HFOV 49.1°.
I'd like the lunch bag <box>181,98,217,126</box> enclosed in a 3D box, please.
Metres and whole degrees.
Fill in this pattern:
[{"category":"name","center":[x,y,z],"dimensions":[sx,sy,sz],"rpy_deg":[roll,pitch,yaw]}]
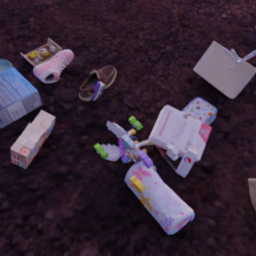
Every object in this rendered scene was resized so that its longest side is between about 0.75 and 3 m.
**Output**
[{"category":"lunch bag","center":[2.575,-0.473,10.495],"dimensions":[1.383,0.522,1.108],"rpy_deg":[-40,61,-20]}]

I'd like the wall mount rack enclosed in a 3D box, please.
[{"category":"wall mount rack","center":[3.975,-2.694,9.299],"dimensions":[0.717,1.922,1.670],"rpy_deg":[57,31,2]}]

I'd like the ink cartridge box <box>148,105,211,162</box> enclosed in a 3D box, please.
[{"category":"ink cartridge box","center":[1.718,0.208,9.405],"dimensions":[1.728,0.715,1.266],"rpy_deg":[26,75,-4]}]

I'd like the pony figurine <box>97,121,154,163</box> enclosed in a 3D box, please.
[{"category":"pony figurine","center":[-0.074,0.545,9.305],"dimensions":[1.549,1.336,1.604],"rpy_deg":[29,27,21]}]

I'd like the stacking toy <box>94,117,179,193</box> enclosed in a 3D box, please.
[{"category":"stacking toy","center":[0.239,0.697,8.479],"dimensions":[1.649,0.514,2.187],"rpy_deg":[-39,60,-19]}]

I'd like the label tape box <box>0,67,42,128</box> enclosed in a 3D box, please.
[{"category":"label tape box","center":[-5.029,-1.000,10.763],"dimensions":[2.681,0.886,1.921],"rpy_deg":[-37,60,-22]}]

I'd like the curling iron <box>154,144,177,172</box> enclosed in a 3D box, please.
[{"category":"curling iron","center":[1.301,0.902,9.678],"dimensions":[0.369,0.190,1.488],"rpy_deg":[-18,51,-16]}]

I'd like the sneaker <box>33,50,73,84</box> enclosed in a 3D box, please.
[{"category":"sneaker","center":[-3.017,-2.555,12.030],"dimensions":[1.917,0.721,1.002],"rpy_deg":[-34,57,-17]}]

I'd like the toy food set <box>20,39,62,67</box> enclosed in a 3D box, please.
[{"category":"toy food set","center":[-4.002,-3.492,12.889],"dimensions":[1.577,0.476,1.132],"rpy_deg":[-37,61,-24]}]

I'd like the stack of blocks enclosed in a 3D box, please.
[{"category":"stack of blocks","center":[-3.203,0.329,9.529],"dimensions":[0.554,1.090,1.893],"rpy_deg":[28,54,-4]}]

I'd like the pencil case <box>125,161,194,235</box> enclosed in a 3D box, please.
[{"category":"pencil case","center":[0.891,2.031,8.402],"dimensions":[1.040,0.953,2.292],"rpy_deg":[-19,53,-33]}]

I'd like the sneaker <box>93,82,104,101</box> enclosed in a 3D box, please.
[{"category":"sneaker","center":[-1.225,-1.467,11.120],"dimensions":[0.375,0.898,0.362],"rpy_deg":[37,39,10]}]

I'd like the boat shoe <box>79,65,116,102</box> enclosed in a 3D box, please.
[{"category":"boat shoe","center":[-1.247,-2.021,11.573],"dimensions":[0.791,0.789,2.193],"rpy_deg":[31,59,21]}]

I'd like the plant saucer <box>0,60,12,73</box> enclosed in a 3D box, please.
[{"category":"plant saucer","center":[-5.743,-2.488,12.281],"dimensions":[1.320,0.237,1.320],"rpy_deg":[0,52,0]}]

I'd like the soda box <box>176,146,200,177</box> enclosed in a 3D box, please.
[{"category":"soda box","center":[1.854,1.063,8.735],"dimensions":[0.335,0.984,0.313],"rpy_deg":[33,37,19]}]

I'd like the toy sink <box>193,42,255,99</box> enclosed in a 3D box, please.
[{"category":"toy sink","center":[3.943,-2.185,11.121],"dimensions":[1.187,1.381,2.118],"rpy_deg":[7,33,-52]}]

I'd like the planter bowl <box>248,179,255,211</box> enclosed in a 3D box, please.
[{"category":"planter bowl","center":[4.431,2.188,7.818],"dimensions":[1.991,1.991,1.340],"rpy_deg":[2,84,2]}]
